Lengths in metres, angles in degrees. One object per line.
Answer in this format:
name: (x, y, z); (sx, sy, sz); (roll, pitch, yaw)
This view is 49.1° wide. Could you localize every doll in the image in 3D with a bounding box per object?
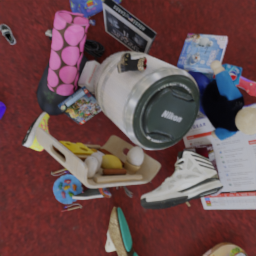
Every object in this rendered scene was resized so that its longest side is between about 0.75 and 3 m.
doll: (2.155, -0.704, 6.880); (0.714, 2.946, 2.010); (-15, 122, -11)

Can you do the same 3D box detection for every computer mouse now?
computer mouse: (-2.148, -1.830, 9.133); (2.007, 0.764, 2.899); (20, 83, 1)

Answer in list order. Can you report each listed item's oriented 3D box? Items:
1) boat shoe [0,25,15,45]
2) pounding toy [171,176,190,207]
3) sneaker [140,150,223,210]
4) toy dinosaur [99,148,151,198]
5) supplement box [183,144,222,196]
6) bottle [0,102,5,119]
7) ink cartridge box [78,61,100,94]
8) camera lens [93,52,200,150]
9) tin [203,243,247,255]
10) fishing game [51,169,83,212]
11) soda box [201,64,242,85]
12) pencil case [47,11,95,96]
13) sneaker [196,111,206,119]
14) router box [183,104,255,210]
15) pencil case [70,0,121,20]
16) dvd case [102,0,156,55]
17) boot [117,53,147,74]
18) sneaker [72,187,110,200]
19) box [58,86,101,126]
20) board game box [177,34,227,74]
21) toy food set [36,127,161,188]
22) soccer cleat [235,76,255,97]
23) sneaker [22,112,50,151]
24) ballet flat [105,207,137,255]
boat shoe: (-4.158, -3.231, 9.581); (0.300, 0.277, 0.812); (-27, 83, -3)
pounding toy: (1.519, 1.881, 8.295); (0.714, 0.552, 0.776); (22, 63, 4)
sneaker: (1.213, 1.284, 7.135); (2.108, 0.795, 1.213); (-13, 63, -9)
toy dinosaur: (-0.103, 1.390, 7.921); (1.473, 1.624, 0.853); (-8, 121, -2)
supplement box: (2.055, 1.164, 7.736); (0.735, 0.411, 1.350); (-11, 93, 42)
bottle: (-4.917, -0.837, 9.108); (1.743, 0.569, 0.728); (26, 89, 4)
ink cartridge box: (-0.901, -1.482, 8.917); (1.143, 0.480, 0.834); (27, 78, -36)
camera lens: (0.435, -0.840, 7.725); (2.176, 2.720, 2.176); (-14, 122, -24)
tin: (2.658, 4.386, 8.500); (2.145, 0.449, 1.201); (-33, 88, -4)
fishing game: (-1.929, 1.964, 8.928); (0.962, 0.209, 1.344); (-13, 83, 1)
soda box: (2.437, -1.381, 7.606); (0.480, 1.414, 0.454); (10, 94, -13)
pencil case: (-1.675, -2.070, 7.883); (1.009, 1.042, 2.224); (16, 124, -9)
sneaker: (2.282, -0.222, 8.944); (0.525, 0.576, 1.405); (21, 81, 39)
router box: (3.086, 0.790, 7.470); (0.718, 2.940, 2.639); (-16, 90, -46)
pencil case: (-1.015, -4.159, 9.180); (1.835, 0.716, 0.797); (-34, 105, -18)
dvd case: (-0.004, -2.893, 8.461); (1.669, 2.220, 0.275); (36, 88, -2)
boot: (0.133, -1.566, 6.671); (0.645, 0.856, 0.313); (0, 123, 18)
sneaker: (-1.178, 1.928, 8.840); (1.192, 0.422, 0.591); (-7, 80, -6)
box: (-1.403, -0.637, 8.604); (0.966, 1.415, 0.267); (-37, 70, 1)
board game box: (1.905, -1.921, 7.200); (1.029, 0.224, 1.034); (13, 71, 22)
toy food set: (-0.642, 0.556, 6.701); (1.898, 2.645, 0.799); (30, 102, 37)
soccer cleat: (3.578, -1.356, 8.576); (1.269, 0.423, 0.485); (19, 41, -9)
sneaker: (-2.456, 0.135, 7.874); (0.637, 1.410, 0.551); (35, 126, -22)
ballet flat: (-0.186, 3.753, 8.359); (0.874, 0.944, 2.677); (-23, 80, 9)
